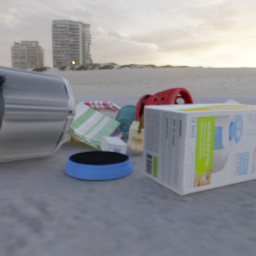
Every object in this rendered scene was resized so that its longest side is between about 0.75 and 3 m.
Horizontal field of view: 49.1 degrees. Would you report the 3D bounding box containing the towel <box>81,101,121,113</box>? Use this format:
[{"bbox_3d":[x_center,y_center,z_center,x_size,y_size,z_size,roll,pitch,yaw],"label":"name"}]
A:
[{"bbox_3d":[-1.699,-0.961,11.859,2.707,0.405,1.981,3,0,8],"label":"towel"}]

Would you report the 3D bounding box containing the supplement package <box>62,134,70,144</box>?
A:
[{"bbox_3d":[-2.417,0.276,10.005,0.448,0.449,0.766,5,10,14],"label":"supplement package"}]

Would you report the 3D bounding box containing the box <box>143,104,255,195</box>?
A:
[{"bbox_3d":[1.912,0.290,6.274,2.863,1.611,1.451,-3,10,-28],"label":"box"}]

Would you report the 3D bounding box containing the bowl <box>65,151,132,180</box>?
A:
[{"bbox_3d":[-0.697,0.848,6.735,1.602,0.314,1.602,2,8,0],"label":"bowl"}]

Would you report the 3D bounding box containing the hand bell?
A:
[{"bbox_3d":[0.332,0.086,8.104,0.551,1.058,0.551,16,13,-4],"label":"hand bell"}]

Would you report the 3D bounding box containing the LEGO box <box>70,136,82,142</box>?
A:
[{"bbox_3d":[-1.579,0.196,9.780,0.855,0.330,0.637,6,26,-17],"label":"LEGO box"}]

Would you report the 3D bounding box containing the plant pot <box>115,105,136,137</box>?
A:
[{"bbox_3d":[-0.025,-0.184,11.039,1.172,1.172,1.101,2,22,14],"label":"plant pot"}]

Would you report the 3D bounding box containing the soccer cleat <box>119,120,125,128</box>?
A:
[{"bbox_3d":[-0.215,-0.326,12.079,0.602,0.747,1.754,-39,15,-14],"label":"soccer cleat"}]

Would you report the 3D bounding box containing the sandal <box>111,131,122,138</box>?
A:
[{"bbox_3d":[-1.331,0.020,10.708,2.485,0.611,1.011,11,25,39],"label":"sandal"}]

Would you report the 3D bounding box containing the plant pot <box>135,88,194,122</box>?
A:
[{"bbox_3d":[1.332,-0.439,10.310,1.731,1.901,1.901,-5,4,37],"label":"plant pot"}]

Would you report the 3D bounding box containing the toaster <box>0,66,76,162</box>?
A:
[{"bbox_3d":[-2.598,-0.351,7.119,1.913,1.683,2.962,-1,-36,-34],"label":"toaster"}]

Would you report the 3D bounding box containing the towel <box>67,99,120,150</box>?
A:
[{"bbox_3d":[-1.780,-0.408,9.617,2.775,0.325,2.116,28,28,4],"label":"towel"}]

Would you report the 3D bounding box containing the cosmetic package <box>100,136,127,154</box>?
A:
[{"bbox_3d":[-0.432,0.542,8.083,0.559,0.402,0.990,8,9,-18],"label":"cosmetic package"}]

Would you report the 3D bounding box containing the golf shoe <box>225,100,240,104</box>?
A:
[{"bbox_3d":[4.855,-0.562,12.541,0.854,0.703,1.866,-17,50,-17],"label":"golf shoe"}]

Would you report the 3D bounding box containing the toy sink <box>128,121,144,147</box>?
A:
[{"bbox_3d":[0.617,0.212,9.154,1.092,0.612,0.712,10,24,10],"label":"toy sink"}]
